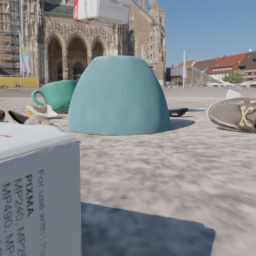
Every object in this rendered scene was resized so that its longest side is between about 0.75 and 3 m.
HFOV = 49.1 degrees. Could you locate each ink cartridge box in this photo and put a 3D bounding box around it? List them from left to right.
[{"bbox_3d":[-1.220,0.497,0.523,1.473,0.837,2.022,3,8,23],"label":"ink cartridge box"},{"bbox_3d":[-0.979,-4.192,10.089,1.352,0.763,1.842,-3,14,-35],"label":"ink cartridge box"}]

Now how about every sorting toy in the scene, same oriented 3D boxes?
[{"bbox_3d":[-2.962,-0.504,9.833,0.826,0.490,0.917,14,12,31],"label":"sorting toy"}]

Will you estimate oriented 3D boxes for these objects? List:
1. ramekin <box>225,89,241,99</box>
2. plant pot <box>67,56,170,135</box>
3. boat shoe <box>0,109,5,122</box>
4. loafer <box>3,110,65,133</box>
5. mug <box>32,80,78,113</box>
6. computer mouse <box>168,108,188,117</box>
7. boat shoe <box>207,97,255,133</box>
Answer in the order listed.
[{"bbox_3d":[4.060,-0.948,11.010,0.497,1.067,1.067,17,13,20],"label":"ramekin"},{"bbox_3d":[-0.238,-0.915,7.470,2.737,1.844,2.737,1,7,0],"label":"plant pot"},{"bbox_3d":[-4.104,-0.398,8.993,0.404,0.403,1.119,6,10,38],"label":"boat shoe"},{"bbox_3d":[-1.922,-0.023,5.492,1.825,0.574,0.656,6,9,37],"label":"loafer"},{"bbox_3d":[-3.034,-1.290,12.367,1.917,1.185,1.575,-13,0,7],"label":"mug"},{"bbox_3d":[1.680,-0.567,10.878,1.292,0.297,0.907,-7,6,9],"label":"computer mouse"},{"bbox_3d":[3.003,-0.267,6.500,2.362,0.848,0.703,10,8,24],"label":"boat shoe"}]
